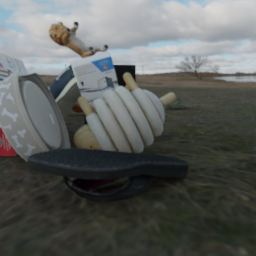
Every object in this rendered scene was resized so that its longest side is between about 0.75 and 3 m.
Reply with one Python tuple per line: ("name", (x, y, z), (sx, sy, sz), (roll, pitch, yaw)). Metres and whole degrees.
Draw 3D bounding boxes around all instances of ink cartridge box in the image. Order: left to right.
("ink cartridge box", (-3.708, -0.209, 6.542), (2.264, 1.650, 0.938), (-1, 17, -3))
("ink cartridge box", (-4.240, -1.280, 8.398), (1.562, 1.570, 2.160), (-37, -20, 23))
("ink cartridge box", (-0.725, -1.048, 6.676), (0.916, 1.251, 0.537), (-18, 30, -7))

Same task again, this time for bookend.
("bookend", (-0.717, -0.776, 8.373), (0.977, 2.121, 2.108), (-6, 13, -30))

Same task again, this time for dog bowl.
("dog bowl", (-1.936, -0.189, 5.790), (0.613, 2.092, 2.092), (-21, 10, 3))

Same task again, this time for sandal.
("sandal", (-0.115, 0.774, 4.429), (2.890, 0.692, 1.086), (8, 3, -37))

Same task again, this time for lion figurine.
("lion figurine", (-1.372, -2.273, 7.684), (0.631, 1.742, 1.067), (-57, 18, -26))

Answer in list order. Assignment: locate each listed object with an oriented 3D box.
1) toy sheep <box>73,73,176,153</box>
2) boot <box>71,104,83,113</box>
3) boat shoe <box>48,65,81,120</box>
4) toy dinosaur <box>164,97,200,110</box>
("toy sheep", (-0.064, -0.193, 6.106), (2.435, 1.678, 1.678), (-30, 12, -1))
("boot", (-2.221, -0.922, 12.681), (1.331, 0.456, 1.253), (10, -19, 32))
("boat shoe", (-2.249, -0.862, 8.512), (2.703, 0.836, 1.012), (-43, -27, 26))
("toy dinosaur", (2.747, -1.311, 15.666), (2.335, 0.554, 1.029), (-4, 26, -20))
